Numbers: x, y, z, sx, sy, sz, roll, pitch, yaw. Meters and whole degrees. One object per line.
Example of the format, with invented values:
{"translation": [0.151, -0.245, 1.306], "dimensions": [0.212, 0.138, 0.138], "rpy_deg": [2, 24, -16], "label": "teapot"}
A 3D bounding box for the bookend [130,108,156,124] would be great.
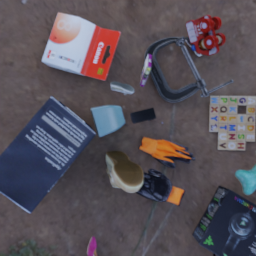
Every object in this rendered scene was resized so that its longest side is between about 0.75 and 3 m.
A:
{"translation": [0.433, -0.379, 9.862], "dimensions": [0.846, 0.841, 0.390], "rpy_deg": [-14, 88, -14], "label": "bookend"}

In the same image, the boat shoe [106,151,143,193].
{"translation": [-0.190, 1.532, 9.104], "dimensions": [0.934, 2.590, 0.841], "rpy_deg": [1, 104, -19], "label": "boat shoe"}

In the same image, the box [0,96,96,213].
{"translation": [-2.578, 0.675, 8.871], "dimensions": [1.691, 2.832, 2.879], "rpy_deg": [40, 86, -9], "label": "box"}

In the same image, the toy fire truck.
{"translation": [2.661, -3.206, 9.831], "dimensions": [0.767, 1.148, 1.368], "rpy_deg": [-26, 104, -38], "label": "toy fire truck"}

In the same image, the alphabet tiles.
{"translation": [3.830, -0.171, 10.306], "dimensions": [1.669, 0.075, 1.997], "rpy_deg": [1, 92, 3], "label": "alphabet tiles"}

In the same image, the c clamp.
{"translation": [1.983, -2.177, 10.208], "dimensions": [2.406, 0.381, 2.817], "rpy_deg": [-31, 81, 14], "label": "c clamp"}

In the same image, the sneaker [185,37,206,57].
{"translation": [2.560, -3.143, 10.400], "dimensions": [0.895, 0.338, 0.517], "rpy_deg": [49, 132, -4], "label": "sneaker"}

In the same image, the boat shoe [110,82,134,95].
{"translation": [-0.198, -1.293, 9.353], "dimensions": [0.885, 0.284, 0.326], "rpy_deg": [19, 42, 20], "label": "boat shoe"}

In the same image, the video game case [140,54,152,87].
{"translation": [0.626, -2.029, 9.875], "dimensions": [0.163, 0.909, 0.824], "rpy_deg": [16, 131, -7], "label": "video game case"}

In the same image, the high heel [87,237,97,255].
{"translation": [-1.073, 4.573, 9.850], "dimensions": [0.706, 0.496, 1.473], "rpy_deg": [6, 91, 10], "label": "high heel"}

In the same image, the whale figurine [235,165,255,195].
{"translation": [4.404, 1.313, 8.498], "dimensions": [2.092, 1.086, 1.665], "rpy_deg": [-17, 65, 0], "label": "whale figurine"}

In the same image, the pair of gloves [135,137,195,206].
{"translation": [1.141, 1.431, 9.730], "dimensions": [2.041, 0.283, 2.291], "rpy_deg": [15, 63, 16], "label": "pair of gloves"}

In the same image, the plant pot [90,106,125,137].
{"translation": [-0.694, -0.325, 9.965], "dimensions": [1.039, 1.017, 1.020], "rpy_deg": [-16, 95, -9], "label": "plant pot"}

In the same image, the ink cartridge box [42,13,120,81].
{"translation": [-1.724, -2.938, 10.156], "dimensions": [2.419, 0.606, 1.962], "rpy_deg": [17, 86, 16], "label": "ink cartridge box"}

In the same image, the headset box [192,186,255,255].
{"translation": [3.598, 3.504, 9.671], "dimensions": [1.957, 1.043, 2.248], "rpy_deg": [31, 86, 2], "label": "headset box"}
